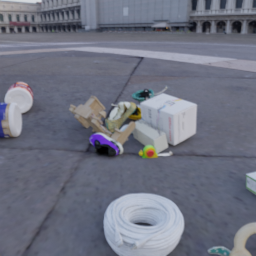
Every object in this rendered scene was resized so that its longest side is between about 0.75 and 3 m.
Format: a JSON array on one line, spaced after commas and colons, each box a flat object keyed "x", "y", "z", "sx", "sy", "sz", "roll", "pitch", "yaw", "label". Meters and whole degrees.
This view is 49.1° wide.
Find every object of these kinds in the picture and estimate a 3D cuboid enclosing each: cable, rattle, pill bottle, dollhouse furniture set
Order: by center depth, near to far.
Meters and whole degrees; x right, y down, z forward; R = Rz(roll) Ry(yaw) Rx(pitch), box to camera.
[{"x": 2.189, "y": 2.248, "z": 5.264, "sx": 1.373, "sy": 0.894, "sz": 0.981, "roll": -31, "pitch": -1, "yaw": 13, "label": "rattle"}, {"x": 0.317, "y": 1.974, "z": 5.771, "sx": 1.636, "sy": 0.566, "sz": 1.636, "roll": -5, "pitch": 19, "yaw": -20, "label": "cable"}, {"x": -5.215, "y": -0.249, "z": 10.329, "sx": 2.229, "sy": 1.290, "sz": 1.290, "roll": -3, "pitch": 22, "yaw": -7, "label": "pill bottle"}, {"x": -0.993, "y": -0.457, "z": 10.330, "sx": 1.136, "sy": 1.331, "sz": 2.567, "roll": -51, "pitch": 42, "yaw": -12, "label": "dollhouse furniture set"}, {"x": -5.220, "y": -1.525, "z": 13.521, "sx": 1.192, "sy": 1.192, "sz": 2.088, "roll": -7, "pitch": 21, "yaw": -16, "label": "pill bottle"}]

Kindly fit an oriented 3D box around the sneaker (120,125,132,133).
[{"x": 0.054, "y": 0.079, "z": 10.825, "sx": 0.362, "sy": 0.327, "sz": 0.884, "roll": 31, "pitch": 43, "yaw": 35, "label": "sneaker"}]

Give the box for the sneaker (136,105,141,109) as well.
[{"x": 0.637, "y": -0.814, "z": 12.945, "sx": 0.890, "sy": 0.334, "sz": 0.386, "roll": 4, "pitch": 37, "yaw": -14, "label": "sneaker"}]

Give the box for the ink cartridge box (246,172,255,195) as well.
[{"x": 3.647, "y": 1.505, "z": 6.795, "sx": 0.771, "sy": 0.441, "sz": 1.486, "roll": -9, "pitch": 13, "yaw": -12, "label": "ink cartridge box"}]

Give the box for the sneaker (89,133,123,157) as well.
[{"x": -0.915, "y": 0.589, "z": 9.320, "sx": 1.435, "sy": 0.499, "sz": 0.713, "roll": 19, "pitch": 30, "yaw": 38, "label": "sneaker"}]

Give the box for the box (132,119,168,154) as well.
[{"x": 0.718, "y": 0.271, "z": 9.816, "sx": 0.522, "sy": 0.628, "sz": 1.528, "roll": -27, "pitch": 32, "yaw": -19, "label": "box"}]

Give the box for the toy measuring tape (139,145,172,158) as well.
[{"x": 0.893, "y": 0.748, "z": 9.085, "sx": 1.120, "sy": 0.412, "sz": 0.412, "roll": -4, "pitch": 23, "yaw": -10, "label": "toy measuring tape"}]

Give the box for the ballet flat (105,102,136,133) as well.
[{"x": -0.294, "y": -0.625, "z": 11.330, "sx": 0.736, "sy": 0.736, "sz": 2.084, "roll": 11, "pitch": 42, "yaw": 26, "label": "ballet flat"}]

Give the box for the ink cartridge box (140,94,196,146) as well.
[{"x": 1.473, "y": -0.349, "z": 10.240, "sx": 1.207, "sy": 1.229, "sz": 1.669, "roll": -26, "pitch": 34, "yaw": -31, "label": "ink cartridge box"}]

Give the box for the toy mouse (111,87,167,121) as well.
[{"x": 0.967, "y": -1.032, "z": 12.431, "sx": 2.595, "sy": 0.502, "sz": 2.306, "roll": 31, "pitch": 61, "yaw": 35, "label": "toy mouse"}]
